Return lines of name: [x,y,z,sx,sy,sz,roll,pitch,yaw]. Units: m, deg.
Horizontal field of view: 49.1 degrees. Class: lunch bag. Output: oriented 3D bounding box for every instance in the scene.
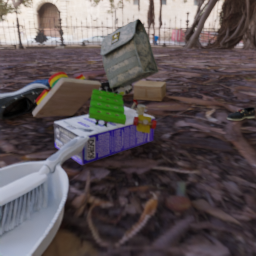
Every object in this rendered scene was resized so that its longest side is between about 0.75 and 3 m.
lunch bag: [-0.044,-1.969,7.435,1.236,1.507,0.886,-16,0,38]

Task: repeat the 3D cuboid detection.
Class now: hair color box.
hair color box: [-0.546,0.103,7.004,2.256,0.731,1.233,-14,25,-40]

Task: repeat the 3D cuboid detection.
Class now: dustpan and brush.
dustpan and brush: [-1.505,0.899,4.582,1.979,0.811,2.836,10,22,27]

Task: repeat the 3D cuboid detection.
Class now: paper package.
paper package: [0.949,-1.610,12.061,1.244,0.644,1.186,5,20,16]

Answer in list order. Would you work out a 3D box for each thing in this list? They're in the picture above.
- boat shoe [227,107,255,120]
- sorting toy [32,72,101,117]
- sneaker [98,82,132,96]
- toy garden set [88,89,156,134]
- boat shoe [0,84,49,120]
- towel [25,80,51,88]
boat shoe: [3.730,-0.468,9.252,1.129,0.354,0.413,-10,22,-23]
sorting toy: [-1.964,-1.068,8.686,1.646,1.636,0.573,-7,61,-57]
sneaker: [-0.743,-1.591,12.210,2.018,0.777,0.857,-11,5,-40]
toy garden set: [-0.185,-0.386,6.897,1.531,0.367,1.837,11,22,-8]
boat shoe: [-3.621,-0.856,9.765,0.756,0.917,2.671,29,31,19]
towel: [-4.419,-2.111,13.866,0.924,0.402,1.655,0,19,1]
